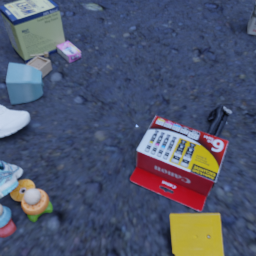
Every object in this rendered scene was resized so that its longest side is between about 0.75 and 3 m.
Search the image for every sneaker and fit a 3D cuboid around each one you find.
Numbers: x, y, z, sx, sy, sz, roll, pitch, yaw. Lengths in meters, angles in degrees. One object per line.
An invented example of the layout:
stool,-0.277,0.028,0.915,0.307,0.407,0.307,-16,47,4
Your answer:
sneaker,-4.242,-0.342,8.281,2.578,1.123,0.960,-2,25,-4
sneaker,-3.029,1.055,6.818,0.649,0.722,1.672,-32,17,-15

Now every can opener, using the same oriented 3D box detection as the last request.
can opener,2.757,-0.153,8.517,0.520,0.645,1.641,37,43,-4

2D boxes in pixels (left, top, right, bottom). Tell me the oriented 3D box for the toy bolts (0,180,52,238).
toy bolts,-2.743,1.757,6.714,1.407,0.976,1.344,-31,57,-24

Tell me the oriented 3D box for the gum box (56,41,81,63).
gum box,-2.357,-3.032,11.204,0.559,0.326,0.985,-32,57,-24

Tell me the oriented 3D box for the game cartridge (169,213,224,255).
game cartridge,1.496,2.374,6.166,1.091,0.177,0.962,-5,85,17

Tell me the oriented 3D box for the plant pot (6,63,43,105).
plant pot,-3.445,-1.490,9.494,1.055,1.036,1.033,-2,49,-12

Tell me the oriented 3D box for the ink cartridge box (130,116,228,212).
ink cartridge box,1.336,0.894,7.506,2.112,0.886,1.854,20,53,16

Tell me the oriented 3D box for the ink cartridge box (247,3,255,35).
ink cartridge box,6.079,-4.904,11.595,1.571,2.178,0.912,14,55,12

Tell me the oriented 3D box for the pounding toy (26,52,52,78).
pounding toy,-3.328,-2.428,10.598,0.900,0.469,1.025,22,53,18

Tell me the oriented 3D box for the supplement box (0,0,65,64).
supplement box,-3.628,-3.845,10.881,1.837,1.835,1.233,-31,57,-24
